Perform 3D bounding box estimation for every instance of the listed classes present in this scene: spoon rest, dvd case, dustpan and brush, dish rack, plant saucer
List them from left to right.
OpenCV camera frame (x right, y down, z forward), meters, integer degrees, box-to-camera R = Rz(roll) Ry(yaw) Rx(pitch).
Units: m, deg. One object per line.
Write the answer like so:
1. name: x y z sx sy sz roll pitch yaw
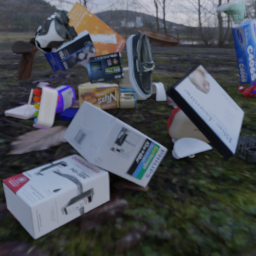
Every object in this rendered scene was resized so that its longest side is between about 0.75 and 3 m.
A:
1. spoon rest: 1.474 -2.201 15.489 1.322 0.807 2.661 -4 22 -11
2. plant saucer: 1.243 -3.588 11.332 1.775 0.325 1.775 11 27 -6
3. dustpan and brush: 1.737 0.562 8.745 1.101 0.451 1.577 -15 30 -12
4. dvd case: 1.509 -0.433 5.122 1.440 0.177 2.018 48 34 0
5. dish rack: 3.838 0.538 8.629 1.304 0.464 1.700 -3 20 -10

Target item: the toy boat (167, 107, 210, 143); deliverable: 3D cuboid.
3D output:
1. toy boat: 2.267 -0.370 9.233 2.145 1.400 1.402 4 42 -17

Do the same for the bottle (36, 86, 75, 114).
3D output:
1. bottle: -3.165 -1.157 12.359 0.809 1.035 2.478 5 22 13

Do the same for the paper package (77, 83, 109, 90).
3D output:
1. paper package: -1.839 -2.025 15.184 1.302 0.674 1.241 10 23 28

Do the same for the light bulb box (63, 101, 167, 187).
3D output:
1. light bulb box: -0.345 0.378 6.980 1.794 1.119 1.778 31 -1 -36

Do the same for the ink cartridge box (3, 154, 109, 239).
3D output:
1. ink cartridge box: -1.495 1.339 6.011 1.817 0.753 1.334 -19 28 -41

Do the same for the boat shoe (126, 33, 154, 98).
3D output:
1. boat shoe: 0.408 -1.793 8.089 0.672 1.865 0.662 -19 9 -37

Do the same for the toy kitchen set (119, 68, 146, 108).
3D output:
1. toy kitchen set: 0.264 -2.114 13.627 1.411 1.919 2.395 -2 21 -2

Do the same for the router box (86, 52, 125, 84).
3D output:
1. router box: -0.898 -2.331 10.940 1.372 1.028 0.426 -8 14 11

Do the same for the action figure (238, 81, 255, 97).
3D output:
1. action figure: 7.145 -2.137 14.583 0.943 1.430 2.889 -18 24 -41

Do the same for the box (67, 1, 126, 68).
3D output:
1. box: -1.769 -3.881 12.585 2.758 1.716 1.344 33 -22 -20

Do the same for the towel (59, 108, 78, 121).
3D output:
1. towel: -2.416 -0.543 11.864 0.786 0.264 1.064 8 21 1

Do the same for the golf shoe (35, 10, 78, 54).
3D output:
1. golf shoe: -1.911 -2.395 7.071 1.018 0.838 2.155 -33 18 -3

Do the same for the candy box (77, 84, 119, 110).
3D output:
1. candy box: -1.358 -1.407 12.961 1.834 1.059 0.507 -7 22 -18

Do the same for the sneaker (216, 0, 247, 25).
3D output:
1. sneaker: 3.738 -4.080 10.012 1.345 0.793 0.495 -24 17 -23

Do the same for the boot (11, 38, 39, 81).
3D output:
1. boot: -3.761 -2.269 9.935 0.542 1.686 1.571 35 31 1

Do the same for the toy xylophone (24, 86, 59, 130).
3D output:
1. toy xylophone: -2.188 -0.556 7.118 0.836 1.141 0.287 23 -16 -38

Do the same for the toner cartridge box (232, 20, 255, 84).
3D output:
1. toner cartridge box: 4.880 -3.047 11.345 1.094 2.304 0.497 -33 25 -31

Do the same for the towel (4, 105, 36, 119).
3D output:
1. towel: -4.420 -0.704 12.288 1.347 0.227 1.411 9 22 25

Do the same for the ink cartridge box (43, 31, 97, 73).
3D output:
1. ink cartridge box: -1.799 -2.352 8.844 1.542 0.767 0.302 -33 48 -9
